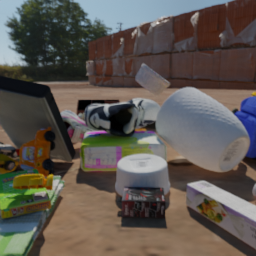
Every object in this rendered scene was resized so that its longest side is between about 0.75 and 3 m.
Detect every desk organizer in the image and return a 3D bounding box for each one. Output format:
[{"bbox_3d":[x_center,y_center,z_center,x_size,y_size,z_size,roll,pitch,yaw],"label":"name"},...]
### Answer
[{"bbox_3d":[-1.844,-1.198,17.361,2.687,1.035,0.964,-1,11,-3],"label":"desk organizer"}]

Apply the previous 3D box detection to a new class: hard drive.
[{"bbox_3d":[-2.704,-0.160,7.763,2.020,2.895,0.476,12,56,13],"label":"hard drive"}]

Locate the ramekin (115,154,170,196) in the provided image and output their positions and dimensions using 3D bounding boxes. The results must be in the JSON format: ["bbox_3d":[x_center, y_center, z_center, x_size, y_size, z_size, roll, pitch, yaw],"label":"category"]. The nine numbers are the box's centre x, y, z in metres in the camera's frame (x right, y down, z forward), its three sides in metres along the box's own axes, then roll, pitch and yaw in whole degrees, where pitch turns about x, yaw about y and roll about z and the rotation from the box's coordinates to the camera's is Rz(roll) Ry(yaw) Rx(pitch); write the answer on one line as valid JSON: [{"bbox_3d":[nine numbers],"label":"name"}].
[{"bbox_3d":[0.326,1.088,6.498,1.288,0.628,1.288,-2,16,1],"label":"ramekin"}]

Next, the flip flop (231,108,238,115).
[{"bbox_3d":[3.982,-0.226,11.694,0.444,1.541,0.625,40,10,31],"label":"flip flop"}]

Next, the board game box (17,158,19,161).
[{"bbox_3d":[-3.118,0.822,9.269,1.141,0.197,0.772,-8,13,-34],"label":"board game box"}]

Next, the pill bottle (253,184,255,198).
[{"bbox_3d":[2.928,1.409,5.664,0.438,0.438,0.769,-2,12,-8],"label":"pill bottle"}]

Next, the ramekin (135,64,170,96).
[{"bbox_3d":[1.356,-2.725,16.276,1.993,1.046,1.993,35,13,-9],"label":"ramekin"}]

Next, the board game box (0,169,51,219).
[{"bbox_3d":[-2.057,1.191,5.423,0.802,0.252,1.680,-6,17,-25],"label":"board game box"}]

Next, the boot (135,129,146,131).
[{"bbox_3d":[0.216,0.236,11.290,1.082,0.532,1.512,-5,5,1],"label":"boot"}]

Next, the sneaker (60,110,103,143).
[{"bbox_3d":[-1.699,0.184,10.002,2.312,0.941,1.020,21,22,12],"label":"sneaker"}]

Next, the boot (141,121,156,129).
[{"bbox_3d":[0.934,-0.400,14.535,1.875,0.748,2.062,3,5,6],"label":"boot"}]

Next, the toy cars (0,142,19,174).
[{"bbox_3d":[-3.590,0.860,7.365,1.305,0.645,2.912,22,-1,-18],"label":"toy cars"}]

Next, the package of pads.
[{"bbox_3d":[-0.177,0.641,8.504,2.468,0.842,1.907,-1,11,-5],"label":"package of pads"}]

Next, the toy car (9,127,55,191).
[{"bbox_3d":[-2.026,0.562,5.966,0.910,1.341,2.733,2,-6,-14],"label":"toy car"}]

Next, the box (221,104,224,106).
[{"bbox_3d":[5.573,-1.146,18.047,1.351,0.673,0.645,-12,16,-43],"label":"box"}]

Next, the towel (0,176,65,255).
[{"bbox_3d":[-2.428,1.604,5.089,2.043,0.420,2.739,-2,13,0],"label":"towel"}]

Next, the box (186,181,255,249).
[{"bbox_3d":[1.937,1.555,4.808,0.505,0.472,2.439,-6,13,-28],"label":"box"}]

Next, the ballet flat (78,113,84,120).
[{"bbox_3d":[-2.647,-0.652,16.247,0.479,0.405,1.266,9,15,33],"label":"ballet flat"}]

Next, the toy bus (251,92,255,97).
[{"bbox_3d":[5.702,-0.769,11.447,2.628,2.523,1.783,6,14,33],"label":"toy bus"}]

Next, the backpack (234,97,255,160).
[{"bbox_3d":[4.763,0.031,8.823,2.389,2.005,1.942,3,18,-2],"label":"backpack"}]

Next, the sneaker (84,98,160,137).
[{"bbox_3d":[0.175,-0.293,8.560,2.691,1.074,1.751,1,13,-29],"label":"sneaker"}]

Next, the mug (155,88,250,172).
[{"bbox_3d":[2.431,0.220,8.287,2.577,1.902,2.259,19,17,-42],"label":"mug"}]

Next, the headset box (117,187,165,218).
[{"bbox_3d":[0.258,1.467,5.581,0.929,0.348,0.690,1,11,4],"label":"headset box"}]
